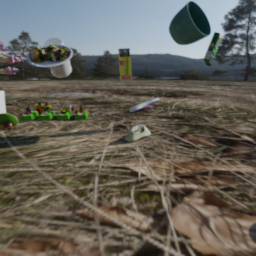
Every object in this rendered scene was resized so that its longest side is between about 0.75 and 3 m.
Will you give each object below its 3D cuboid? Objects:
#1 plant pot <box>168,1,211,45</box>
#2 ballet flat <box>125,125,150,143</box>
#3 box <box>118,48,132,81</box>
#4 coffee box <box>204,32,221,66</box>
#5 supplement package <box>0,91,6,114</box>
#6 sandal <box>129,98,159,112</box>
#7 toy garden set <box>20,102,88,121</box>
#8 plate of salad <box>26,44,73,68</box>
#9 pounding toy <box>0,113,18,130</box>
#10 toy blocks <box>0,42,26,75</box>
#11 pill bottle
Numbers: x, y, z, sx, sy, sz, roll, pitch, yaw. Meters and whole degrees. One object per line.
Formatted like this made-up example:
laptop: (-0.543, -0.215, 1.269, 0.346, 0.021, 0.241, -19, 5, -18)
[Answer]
plant pot: (2.115, -3.596, 10.008, 1.346, 1.346, 1.080, -14, -9, -47)
ballet flat: (0.358, 0.126, 8.999, 0.467, 0.467, 1.344, 7, 14, 28)
box: (-0.153, -3.035, 13.422, 0.555, 1.474, 0.369, -4, 8, -7)
coffee box: (3.260, -3.025, 10.790, 0.246, 1.119, 0.688, 22, 1, 24)
supplement package: (-5.999, -0.830, 11.430, 1.232, 1.247, 2.058, -1, 13, -3)
sandal: (0.848, -1.078, 14.511, 1.918, 0.471, 0.780, -23, 8, -31)
toy garden set: (-3.306, -0.845, 13.068, 2.789, 0.557, 2.325, -1, 13, -5)
plate of salad: (-2.281, -2.161, 8.099, 1.330, 0.319, 1.330, 0, 43, 0)
pounding toy: (-4.558, -0.187, 10.251, 0.757, 0.455, 0.981, -26, -42, 31)
toy blocks: (-4.376, -2.630, 10.520, 1.027, 1.220, 1.140, -6, 13, -12)
pill bottle: (-2.615, -2.595, 10.396, 0.800, 0.800, 1.400, 0, -32, 0)
